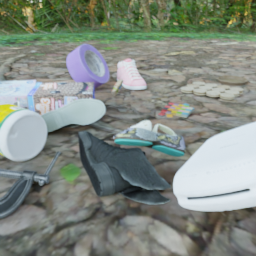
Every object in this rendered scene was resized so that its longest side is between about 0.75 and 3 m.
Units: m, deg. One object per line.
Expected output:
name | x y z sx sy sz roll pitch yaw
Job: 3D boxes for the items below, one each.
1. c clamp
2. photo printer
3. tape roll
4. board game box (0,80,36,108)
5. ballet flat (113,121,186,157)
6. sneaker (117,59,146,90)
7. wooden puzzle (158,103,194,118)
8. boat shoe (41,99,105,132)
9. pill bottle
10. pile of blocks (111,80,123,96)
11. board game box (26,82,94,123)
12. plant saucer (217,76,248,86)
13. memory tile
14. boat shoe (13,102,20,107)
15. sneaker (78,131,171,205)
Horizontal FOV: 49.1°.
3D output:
c clamp | -3.292 1.284 6.616 2.842 0.385 2.428 4 30 1
photo printer | 2.382 0.765 6.015 2.327 0.971 2.797 -23 5 41
tape roll | -1.999 -3.041 14.148 0.917 2.158 2.158 -26 10 31
board game box | -5.653 -1.555 12.845 2.735 0.596 2.748 -6 24 -14
ballet flat | 0.607 0.227 7.494 2.262 0.814 0.814 14 15 -30
sneaker | 0.121 -2.929 15.082 0.995 1.382 2.643 -9 26 -25
wooden puzzle | 2.042 -0.744 11.576 1.113 0.132 1.877 11 26 24
boat shoe | -1.894 -0.466 9.546 2.390 0.904 0.721 -10 8 7
pill bottle | -3.743 -0.034 8.278 2.570 1.449 1.449 16 28 33
pile of blocks | -0.551 -1.961 13.500 0.279 0.369 0.899 26 75 26
board game box | -2.494 -1.008 10.909 2.343 1.135 1.868 -2 23 -6
plant saucer | 5.901 -2.677 15.899 1.649 0.243 1.649 -1 24 0
memory tile | 4.220 -1.887 14.106 2.691 0.226 2.063 16 28 33
boat shoe | -4.433 -0.654 10.890 0.433 0.518 1.450 -4 27 -22
sneaker | -0.251 0.883 7.015 1.522 0.876 2.918 -9 30 -19
